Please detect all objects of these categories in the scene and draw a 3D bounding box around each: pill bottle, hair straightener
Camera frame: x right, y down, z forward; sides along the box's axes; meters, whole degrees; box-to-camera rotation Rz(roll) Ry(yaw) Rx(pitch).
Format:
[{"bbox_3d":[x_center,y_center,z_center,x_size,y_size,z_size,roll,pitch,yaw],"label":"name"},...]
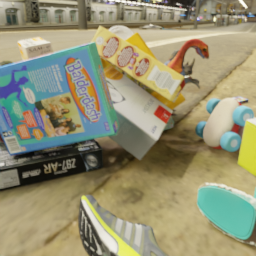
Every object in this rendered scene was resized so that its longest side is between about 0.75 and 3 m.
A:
[{"bbox_3d":[-0.430,-2.890,10.818,1.095,1.095,1.966,-6,-16,-13],"label":"pill bottle"},{"bbox_3d":[-1.175,-2.521,8.717,0.416,0.783,2.034,32,28,8],"label":"hair straightener"}]

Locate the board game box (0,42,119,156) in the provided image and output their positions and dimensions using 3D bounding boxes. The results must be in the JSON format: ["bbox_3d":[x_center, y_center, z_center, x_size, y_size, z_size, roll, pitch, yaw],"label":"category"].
[{"bbox_3d":[-1.776,-0.597,6.417,2.718,2.067,0.611,-11,20,11],"label":"board game box"}]

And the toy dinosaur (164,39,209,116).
[{"bbox_3d":[1.598,-1.601,9.436,1.565,2.705,2.981,32,46,14],"label":"toy dinosaur"}]

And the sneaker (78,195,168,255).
[{"bbox_3d":[-0.111,1.929,4.808,0.937,0.856,2.316,-11,33,-38],"label":"sneaker"}]

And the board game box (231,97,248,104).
[{"bbox_3d":[4.894,-1.222,12.526,0.781,0.135,0.529,-13,27,-26],"label":"board game box"}]

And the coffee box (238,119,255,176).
[{"bbox_3d":[3.825,0.549,7.055,1.332,1.345,1.347,-9,26,-20],"label":"coffee box"}]

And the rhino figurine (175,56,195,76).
[{"bbox_3d":[1.422,-1.786,10.485,0.793,2.654,1.160,5,58,-45],"label":"rhino figurine"}]

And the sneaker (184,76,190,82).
[{"bbox_3d":[3.028,-2.659,15.572,1.051,0.387,0.420,-12,13,-35],"label":"sneaker"}]

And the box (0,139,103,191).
[{"bbox_3d":[-2.400,0.606,7.811,2.873,0.625,2.301,-10,26,-21],"label":"box"}]

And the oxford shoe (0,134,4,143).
[{"bbox_3d":[-3.322,-0.469,7.771,0.700,0.659,1.871,9,50,13],"label":"oxford shoe"}]

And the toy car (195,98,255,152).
[{"bbox_3d":[3.341,0.074,8.594,1.764,1.560,1.626,21,7,-22],"label":"toy car"}]

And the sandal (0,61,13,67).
[{"bbox_3d":[-4.007,-1.545,10.320,0.678,2.378,0.944,28,70,28],"label":"sandal"}]

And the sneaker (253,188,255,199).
[{"bbox_3d":[3.727,0.960,5.901,2.546,1.537,1.064,-12,27,-24],"label":"sneaker"}]

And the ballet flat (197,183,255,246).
[{"bbox_3d":[2.485,1.798,5.206,2.510,0.901,0.901,23,32,36],"label":"ballet flat"}]

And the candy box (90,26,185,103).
[{"bbox_3d":[0.319,-1.729,7.924,2.656,0.750,1.550,32,9,9],"label":"candy box"}]

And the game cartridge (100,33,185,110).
[{"bbox_3d":[0.105,-1.307,9.042,2.387,2.708,0.439,-35,-5,3],"label":"game cartridge"}]

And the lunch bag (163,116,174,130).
[{"bbox_3d":[1.195,-0.290,9.803,0.622,0.299,0.776,-18,55,-6],"label":"lunch bag"}]

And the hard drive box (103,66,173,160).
[{"bbox_3d":[-0.102,-0.501,7.840,2.329,0.894,1.815,36,35,-1],"label":"hard drive box"}]

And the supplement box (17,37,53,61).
[{"bbox_3d":[-3.497,-2.143,11.356,0.989,2.689,1.694,-20,30,-22],"label":"supplement box"}]
